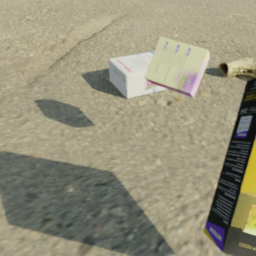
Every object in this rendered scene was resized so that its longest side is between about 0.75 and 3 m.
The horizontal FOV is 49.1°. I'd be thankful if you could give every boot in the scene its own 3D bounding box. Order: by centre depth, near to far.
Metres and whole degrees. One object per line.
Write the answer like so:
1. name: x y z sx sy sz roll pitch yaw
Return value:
1. boot: 4.953 -2.457 11.963 1.474 0.690 1.896 -11 36 -15

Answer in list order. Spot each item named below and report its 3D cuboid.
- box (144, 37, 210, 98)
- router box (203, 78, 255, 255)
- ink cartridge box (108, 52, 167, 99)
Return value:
1. box: 1.154 -1.417 6.606 1.184 1.041 0.572 22 4 20
2. router box: 2.333 0.685 3.159 2.462 1.936 0.643 16 -2 -3
3. ink cartridge box: 0.632 -2.220 11.327 2.444 1.034 1.766 -14 38 -21
